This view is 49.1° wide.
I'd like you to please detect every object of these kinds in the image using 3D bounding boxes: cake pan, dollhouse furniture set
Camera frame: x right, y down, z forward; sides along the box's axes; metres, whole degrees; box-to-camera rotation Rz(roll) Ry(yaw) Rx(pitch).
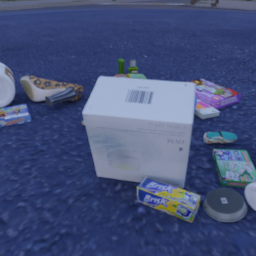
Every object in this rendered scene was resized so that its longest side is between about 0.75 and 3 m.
[{"bbox_3d":[2.444,1.908,7.097,1.061,0.195,1.061,-8,29,4],"label":"cake pan"},{"bbox_3d":[0.237,-3.189,15.553,1.193,0.914,1.822,-8,30,-15],"label":"dollhouse furniture set"}]

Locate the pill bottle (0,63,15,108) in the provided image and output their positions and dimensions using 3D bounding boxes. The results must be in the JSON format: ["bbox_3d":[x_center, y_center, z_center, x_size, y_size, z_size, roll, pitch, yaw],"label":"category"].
[{"bbox_3d":[-5.988,-2.060,12.631,1.607,1.607,2.810,-11,28,-18],"label":"pill bottle"}]

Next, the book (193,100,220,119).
[{"bbox_3d":[3.105,-0.836,12.020,0.918,0.330,1.374,-11,31,-24],"label":"book"}]

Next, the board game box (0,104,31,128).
[{"bbox_3d":[-4.923,-0.456,11.324,1.763,0.304,1.193,-13,32,-21],"label":"board game box"}]

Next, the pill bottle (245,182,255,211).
[{"bbox_3d":[3.717,1.611,7.182,1.299,0.756,0.756,-14,32,-24],"label":"pill bottle"}]

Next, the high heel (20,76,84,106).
[{"bbox_3d":[-3.606,-1.931,13.275,2.928,1.046,2.088,31,38,31],"label":"high heel"}]

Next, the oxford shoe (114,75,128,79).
[{"bbox_3d":[-0.639,-1.856,13.507,0.911,0.873,2.468,37,45,17],"label":"oxford shoe"}]

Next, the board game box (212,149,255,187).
[{"bbox_3d":[3.226,1.184,8.486,1.070,0.231,1.589,4,30,5],"label":"board game box"}]

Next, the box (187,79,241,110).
[{"bbox_3d":[3.779,-1.646,13.249,1.675,0.478,2.447,-18,34,-29],"label":"box"}]

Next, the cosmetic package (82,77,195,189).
[{"bbox_3d":[0.379,0.176,7.654,2.572,2.580,1.586,6,47,11],"label":"cosmetic package"}]

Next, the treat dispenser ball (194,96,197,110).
[{"bbox_3d":[2.223,-1.042,11.470,1.165,1.165,1.165,0,29,0],"label":"treat dispenser ball"}]

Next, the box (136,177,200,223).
[{"bbox_3d":[0.991,1.794,7.134,1.543,0.496,0.541,15,32,25],"label":"box"}]

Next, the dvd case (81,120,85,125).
[{"bbox_3d":[-0.399,-0.358,10.858,2.276,0.182,1.692,7,24,29],"label":"dvd case"}]

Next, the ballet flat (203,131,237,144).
[{"bbox_3d":[3.161,0.360,9.745,1.228,0.393,0.464,4,49,-12],"label":"ballet flat"}]
